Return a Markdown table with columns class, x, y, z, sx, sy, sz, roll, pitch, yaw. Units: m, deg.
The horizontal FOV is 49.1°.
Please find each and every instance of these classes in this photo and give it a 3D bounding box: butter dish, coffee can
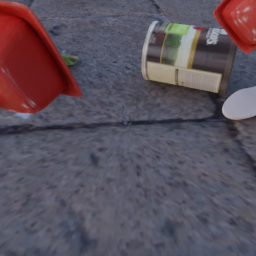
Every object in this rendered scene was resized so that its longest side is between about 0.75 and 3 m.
| class | x | y | z | sx | sy | sz | roll | pitch | yaw |
| --- | --- | --- | --- | --- | --- | --- | --- | --- | --- |
| butter dish | 2.700 | -2.335 | 5.752 | 1.340 | 1.344 | 0.993 | 43 | 23 | -15 |
| butter dish | -2.124 | -0.886 | 4.633 | 2.015 | 2.021 | 1.494 | 17 | 64 | 25 |
| coffee can | 1.862 | -2.119 | 8.416 | 2.477 | 1.813 | 1.813 | 14 | 41 | 17 |

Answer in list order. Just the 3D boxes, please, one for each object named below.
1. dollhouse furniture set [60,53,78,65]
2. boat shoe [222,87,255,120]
| class | x | y | z | sx | sy | sz | roll | pitch | yaw |
| --- | --- | --- | --- | --- | --- | --- | --- | --- | --- |
| dollhouse furniture set | -2.782 | -1.980 | 9.274 | 1.565 | 1.199 | 2.390 | 12 | 11 | 5 |
| boat shoe | 3.581 | -0.804 | 7.633 | 2.201 | 0.768 | 0.780 | -30 | 70 | 0 |
